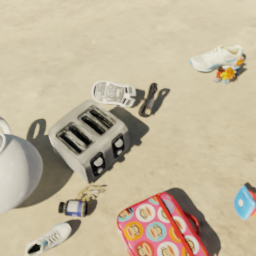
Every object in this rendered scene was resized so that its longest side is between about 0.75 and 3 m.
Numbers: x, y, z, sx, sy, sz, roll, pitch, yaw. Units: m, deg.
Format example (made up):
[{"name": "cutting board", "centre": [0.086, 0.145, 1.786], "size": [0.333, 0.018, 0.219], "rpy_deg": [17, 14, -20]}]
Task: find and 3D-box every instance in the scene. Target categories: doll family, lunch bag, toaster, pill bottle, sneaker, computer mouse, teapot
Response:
[{"name": "doll family", "centre": [4.264, -2.319, 11.405], "size": [1.554, 0.965, 0.700], "rpy_deg": [-31, 60, -13]}, {"name": "lunch bag", "centre": [1.011, 3.071, 7.655], "size": [2.135, 0.993, 2.424], "rpy_deg": [-21, 52, -16]}, {"name": "toaster", "centre": [-1.325, 0.355, 9.336], "size": [2.244, 1.332, 2.029], "rpy_deg": [38, 62, 22]}, {"name": "pill bottle", "centre": [-1.664, 2.435, 8.447], "size": [0.825, 0.461, 0.461], "rpy_deg": [4, 55, 3]}, {"name": "sneaker", "centre": [3.720, -3.014, 11.909], "size": [2.310, 0.933, 0.884], "rpy_deg": [-10, 51, -11]}, {"name": "computer mouse", "centre": [-0.173, -1.272, 10.841], "size": [2.524, 0.554, 1.384], "rpy_deg": [13, 95, 14]}, {"name": "teapot", "centre": [-3.951, 1.020, 8.138], "size": [2.665, 1.946, 2.630], "rpy_deg": [16, 53, 40]}, {"name": "sneaker", "centre": [-2.209, 3.155, 7.777], "size": [1.403, 0.608, 0.526], "rpy_deg": [-32, 82, -16]}]

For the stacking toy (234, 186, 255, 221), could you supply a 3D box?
[{"name": "stacking toy", "centre": [4.031, 2.313, 8.453], "size": [1.447, 0.794, 0.840], "rpy_deg": [7, 32, -11]}]

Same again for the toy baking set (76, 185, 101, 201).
[{"name": "toy baking set", "centre": [-1.247, 2.042, 8.819], "size": [0.778, 0.091, 0.597], "rpy_deg": [-37, 37, -25]}]
